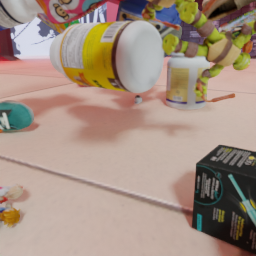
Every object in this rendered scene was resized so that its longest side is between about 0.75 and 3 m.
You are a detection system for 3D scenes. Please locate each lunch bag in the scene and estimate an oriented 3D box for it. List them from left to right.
[{"bbox_3d":[-0.328,-2.099,3.360,1.687,0.691,1.486,-17,44,32],"label":"lunch bag"}]

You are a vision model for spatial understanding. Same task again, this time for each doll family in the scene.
[{"bbox_3d":[-2.216,1.292,4.180,1.009,0.732,1.625,-1,-1,19],"label":"doll family"}]

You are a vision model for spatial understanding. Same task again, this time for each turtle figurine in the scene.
[{"bbox_3d":[0.581,-2.796,5.607,2.079,0.830,2.578,13,6,-20],"label":"turtle figurine"},{"bbox_3d":[1.749,-1.588,5.261,1.928,2.390,0.770,19,46,-24],"label":"turtle figurine"}]

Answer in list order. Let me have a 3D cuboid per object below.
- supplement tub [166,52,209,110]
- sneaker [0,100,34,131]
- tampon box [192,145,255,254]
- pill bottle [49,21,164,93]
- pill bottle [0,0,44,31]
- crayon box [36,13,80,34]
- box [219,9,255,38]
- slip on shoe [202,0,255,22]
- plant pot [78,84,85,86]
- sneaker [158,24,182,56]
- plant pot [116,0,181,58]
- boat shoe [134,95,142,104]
[{"bbox_3d":[2.409,-2.035,11.433,1.677,2.306,1.677,0,18,0],"label":"supplement tub"},{"bbox_3d":[-4.194,-0.204,8.243,2.729,0.974,1.090,0,26,11],"label":"sneaker"},{"bbox_3d":[1.826,1.017,3.988,1.511,1.133,0.954,13,22,34],"label":"tampon box"},{"bbox_3d":[-0.688,-1.837,7.169,2.948,1.610,1.610,15,23,39],"label":"pill bottle"},{"bbox_3d":[-3.195,-3.280,7.076,2.500,1.447,1.447,-7,15,18],"label":"pill bottle"},{"bbox_3d":[-2.292,-3.476,8.281,1.823,0.531,1.083,36,-9,15],"label":"crayon box"},{"bbox_3d":[3.156,-2.694,7.149,1.621,0.281,0.892,-20,32,29],"label":"box"},{"bbox_3d":[2.766,-3.230,6.962,1.892,0.573,0.719,-10,-31,33],"label":"slip on shoe"},{"bbox_3d":[-1.973,-3.217,16.359,1.578,1.763,1.763,8,13,-28],"label":"plant pot"},{"bbox_3d":[0.578,-2.853,9.464,2.395,0.896,1.272,-39,59,2],"label":"sneaker"},{"bbox_3d":[0.643,-3.812,10.727,2.296,2.296,2.064,22,45,7],"label":"plant pot"},{"bbox_3d":[0.456,-1.317,12.492,0.332,0.295,0.902,2,18,7],"label":"boat shoe"}]
